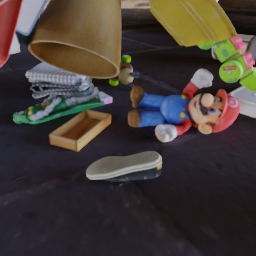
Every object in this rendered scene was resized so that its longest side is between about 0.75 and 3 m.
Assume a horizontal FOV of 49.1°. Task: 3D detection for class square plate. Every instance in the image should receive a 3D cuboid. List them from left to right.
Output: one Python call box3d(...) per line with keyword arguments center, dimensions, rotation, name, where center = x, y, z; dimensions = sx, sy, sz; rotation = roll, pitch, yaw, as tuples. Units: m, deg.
box3d(center=(4.778, -0.954, 9.658), dimensions=(2.627, 0.377, 2.652), rotation=(-24, 36, -39), name="square plate")

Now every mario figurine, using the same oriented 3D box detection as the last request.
box3d(center=(1.501, -0.654, 7.666), dimensions=(2.977, 1.838, 1.578), rotation=(1, 15, 11), name="mario figurine")

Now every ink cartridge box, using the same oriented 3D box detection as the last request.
box3d(center=(-2.304, -2.955, 6.450), dimensions=(0.714, 1.277, 1.871), rotation=(28, 15, -28), name="ink cartridge box")
box3d(center=(-1.243, -0.968, 9.813), dimensions=(1.186, 0.249, 0.708), rotation=(-15, 31, -33), name="ink cartridge box")

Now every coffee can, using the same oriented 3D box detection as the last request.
box3d(center=(5.564, -4.116, 14.474), dimensions=(1.956, 1.431, 1.431), rotation=(25, 37, 39), name="coffee can")

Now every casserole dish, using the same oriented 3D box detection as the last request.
box3d(center=(-3.386, -3.681, 7.820), dimensions=(0.555, 2.861, 1.733), rotation=(-24, 25, 14), name="casserole dish")

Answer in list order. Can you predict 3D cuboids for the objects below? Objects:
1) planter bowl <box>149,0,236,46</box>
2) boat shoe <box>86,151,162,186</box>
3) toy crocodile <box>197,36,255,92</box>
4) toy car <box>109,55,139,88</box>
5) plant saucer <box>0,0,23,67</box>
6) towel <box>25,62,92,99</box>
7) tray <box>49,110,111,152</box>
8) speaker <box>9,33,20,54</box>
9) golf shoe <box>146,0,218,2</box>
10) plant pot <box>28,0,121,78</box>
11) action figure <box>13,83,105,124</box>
box3d(center=(1.082, -2.324, 5.607), dimensions=(0.909, 2.182, 2.182), rotation=(-41, 22, 20), name="planter bowl")
box3d(center=(-0.086, 0.915, 5.982), dimensions=(1.695, 0.527, 0.632), rotation=(-11, 32, 13), name="boat shoe")
box3d(center=(2.598, -2.120, 7.315), dimensions=(0.957, 0.876, 2.836), rotation=(-33, 86, -45), name="toy crocodile")
box3d(center=(-0.027, -2.115, 11.193), dimensions=(1.065, 1.109, 1.350), rotation=(-22, 45, -34), name="toy car")
box3d(center=(-2.264, -0.898, 3.770), dimensions=(0.362, 1.973, 1.969), rotation=(38, 58, -13), name="plant saucer")
box3d(center=(-2.517, -1.883, 10.793), dimensions=(1.945, 1.005, 2.349), rotation=(4, 27, 4), name="towel")
box3d(center=(-1.284, 0.018, 7.869), dimensions=(0.880, 0.330, 1.784), rotation=(13, 31, 22), name="tray")
box3d(center=(-3.711, -2.043, 6.933), dimensions=(1.881, 0.764, 0.764), rotation=(-21, 34, -20), name="speaker")
box3d(center=(1.478, -3.886, 8.197), dimensions=(2.366, 1.150, 0.927), rotation=(20, 23, -7), name="golf shoe")
box3d(center=(-1.270, -3.328, 8.452), dimensions=(2.703, 2.900, 2.703), rotation=(13, -5, 1), name="plant pot")
box3d(center=(-2.190, -0.686, 8.617), dimensions=(2.639, 0.722, 1.559), rotation=(-22, 26, -15), name="action figure")
